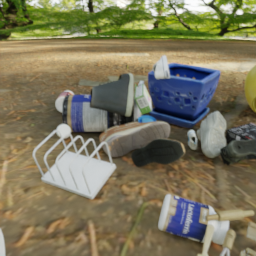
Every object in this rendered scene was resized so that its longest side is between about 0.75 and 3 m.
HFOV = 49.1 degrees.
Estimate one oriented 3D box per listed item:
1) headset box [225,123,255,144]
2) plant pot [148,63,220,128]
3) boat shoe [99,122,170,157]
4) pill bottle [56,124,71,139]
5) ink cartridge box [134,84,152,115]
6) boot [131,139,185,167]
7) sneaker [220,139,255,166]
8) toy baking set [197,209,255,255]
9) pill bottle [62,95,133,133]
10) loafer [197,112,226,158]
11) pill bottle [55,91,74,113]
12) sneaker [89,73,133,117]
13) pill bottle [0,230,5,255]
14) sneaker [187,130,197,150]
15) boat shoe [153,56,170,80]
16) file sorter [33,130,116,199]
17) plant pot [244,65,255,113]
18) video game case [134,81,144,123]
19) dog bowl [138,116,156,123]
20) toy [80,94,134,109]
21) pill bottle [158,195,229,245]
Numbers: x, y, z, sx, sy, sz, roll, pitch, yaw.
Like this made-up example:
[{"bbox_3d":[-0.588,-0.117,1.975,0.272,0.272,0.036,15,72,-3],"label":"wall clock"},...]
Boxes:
[{"bbox_3d":[4.746,0.362,10.773,1.566,0.605,1.165,-12,27,-28],"label":"headset box"},{"bbox_3d":[2.480,-1.486,12.777,2.550,2.292,2.549,17,28,28],"label":"plant pot"},{"bbox_3d":[0.265,0.205,10.444,2.908,1.101,1.044,-10,29,-29],"label":"boat shoe"},{"bbox_3d":[-2.419,0.136,10.496,0.524,0.524,0.957,-6,-3,-12],"label":"pill bottle"},{"bbox_3d":[0.584,-1.227,11.075,0.427,0.748,1.441,-20,29,14],"label":"ink cartridge box"},{"bbox_3d":[1.271,0.642,9.160,1.458,0.816,2.107,-16,2,-41],"label":"boot"},{"bbox_3d":[3.764,0.818,9.270,1.769,0.676,1.014,2,-22,-26],"label":"sneaker"},{"bbox_3d":[2.166,2.379,5.769,1.814,0.211,1.393,2,56,-11],"label":"toy baking set"},{"bbox_3d":[-1.207,-0.584,11.700,2.831,1.583,1.583,0,24,-1],"label":"pill bottle"},{"bbox_3d":[3.121,0.318,10.677,0.972,0.974,2.784,-34,9,33],"label":"loafer"},{"bbox_3d":[-3.104,-1.349,13.991,0.816,0.816,1.430,-1,23,-3],"label":"pill bottle"},{"bbox_3d":[-0.622,-1.478,10.627,1.515,1.067,2.853,9,28,-7],"label":"sneaker"},{"bbox_3d":[-3.772,2.515,4.805,2.827,1.549,1.549,-4,24,-10],"label":"pill bottle"},{"bbox_3d":[2.341,0.518,10.099,0.321,0.857,0.372,-19,35,3],"label":"sneaker"},{"bbox_3d":[1.297,-2.440,11.292,0.622,0.700,1.903,-10,23,10],"label":"boat shoe"},{"bbox_3d":[-1.593,0.979,8.264,1.915,1.192,1.329,12,42,27],"label":"file sorter"},{"bbox_3d":[6.725,-1.576,13.158,2.680,2.680,1.902,13,45,27],"label":"plant pot"},{"bbox_3d":[0.507,-1.109,12.860,0.200,1.586,2.216,4,24,9],"label":"video game case"},{"bbox_3d":[0.788,-0.027,11.711,0.782,0.348,1.403,5,33,-2],"label":"dog bowl"},{"bbox_3d":[-0.952,-1.025,13.072,2.345,0.554,1.350,13,-4,-44],"label":"toy"},{"bbox_3d":[1.487,2.125,6.451,1.456,0.842,0.842,14,26,8],"label":"pill bottle"}]
